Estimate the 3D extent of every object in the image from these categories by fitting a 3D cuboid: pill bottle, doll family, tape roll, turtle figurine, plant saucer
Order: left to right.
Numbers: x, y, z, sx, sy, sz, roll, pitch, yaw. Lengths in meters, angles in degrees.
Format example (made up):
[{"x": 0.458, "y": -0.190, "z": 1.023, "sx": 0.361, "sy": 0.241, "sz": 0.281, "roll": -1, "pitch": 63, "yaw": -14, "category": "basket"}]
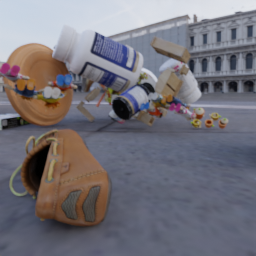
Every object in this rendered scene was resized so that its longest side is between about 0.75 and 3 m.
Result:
[{"x": -2.623, "y": -1.041, "z": 7.938, "sx": 2.231, "sy": 1.006, "sz": 1.385, "roll": 10, "pitch": -6, "yaw": -16, "category": "doll family"}, {"x": -3.007, "y": -1.549, "z": 10.023, "sx": 0.477, "sy": 2.957, "sz": 2.957, "roll": -5, "pitch": 3, "yaw": 32, "category": "plant saucer"}, {"x": -1.014, "y": -2.309, "z": 9.312, "sx": 2.734, "sy": 1.519, "sz": 1.519, "roll": 21, "pitch": -1, "yaw": -21, "category": "pill bottle"}, {"x": -0.417, "y": -1.492, "z": 11.227, "sx": 0.805, "sy": 2.500, "sz": 2.016, "roll": -7, "pitch": -35, "yaw": 43, "category": "turtle figurine"}, {"x": 0.212, "y": -0.875, "z": 8.710, "sx": 0.773, "sy": 0.773, "sz": 1.382, "roll": 7, "pitch": 34, "yaw": 44, "category": "pill bottle"}, {"x": 0.319, "y": -1.589, "z": 12.635, "sx": 2.231, "sy": 2.231, "sz": 0.780, "roll": 1, "pitch": 19, "yaw": 10, "category": "tape roll"}, {"x": 0.503, "y": -1.837, "z": 10.344, "sx": 0.757, "sy": 0.610, "sz": 0.244, "roll": 23, "pitch": 32, "yaw": -41, "category": "turtle figurine"}, {"x": 1.241, "y": -0.666, "z": 8.058, "sx": 1.668, "sy": 0.752, "sz": 1.035, "roll": 8, "pitch": -10, "yaw": 42, "category": "doll family"}, {"x": 2.057, "y": -1.809, "z": 10.899, "sx": 0.989, "sy": 1.745, "sz": 0.989, "roll": -31, "pitch": 22, "yaw": 14, "category": "pill bottle"}]

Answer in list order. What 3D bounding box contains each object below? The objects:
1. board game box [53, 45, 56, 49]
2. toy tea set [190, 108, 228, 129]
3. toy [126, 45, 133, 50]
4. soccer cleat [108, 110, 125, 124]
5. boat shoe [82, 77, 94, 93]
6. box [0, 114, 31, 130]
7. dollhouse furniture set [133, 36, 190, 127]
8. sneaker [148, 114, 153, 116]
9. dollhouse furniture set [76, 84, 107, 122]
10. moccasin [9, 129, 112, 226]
[{"x": -2.030, "y": -2.533, "z": 10.551, "sx": 1.292, "sy": 0.399, "sz": 1.293, "roll": 43, "pitch": 2, "yaw": 5, "category": "board game box"}, {"x": 2.698, "y": -0.344, "z": 9.314, "sx": 1.195, "sy": 0.442, "sz": 0.710, "roll": 4, "pitch": 51, "yaw": 11, "category": "toy tea set"}, {"x": 0.020, "y": -2.713, "z": 13.677, "sx": 0.556, "sy": 2.357, "sz": 1.357, "roll": 18, "pitch": 11, "yaw": 12, "category": "toy"}, {"x": -0.286, "y": -0.409, "z": 9.511, "sx": 0.349, "sy": 0.432, "sz": 1.000, "roll": 46, "pitch": 11, "yaw": 22, "category": "soccer cleat"}, {"x": -1.569, "y": -2.409, "z": 12.643, "sx": 0.756, "sy": 0.798, "sz": 2.106, "roll": 3, "pitch": -40, "yaw": -25, "category": "boat shoe"}, {"x": -4.610, "y": -0.247, "z": 10.349, "sx": 1.200, "sy": 0.379, "sz": 2.181, "roll": 1, "pitch": 7, "yaw": 8, "category": "box"}, {"x": 1.007, "y": -1.495, "z": 9.825, "sx": 1.216, "sy": 2.747, "sz": 1.424, "roll": 29, "pitch": 5, "yaw": 24, "category": "dollhouse furniture set"}, {"x": 1.133, "y": -0.931, "z": 15.645, "sx": 0.736, "sy": 0.491, "sz": 1.286, "roll": 8, "pitch": 14, "yaw": 13, "category": "sneaker"}, {"x": -1.275, "y": -1.292, "z": 12.248, "sx": 1.990, "sy": 0.881, "sz": 1.031, "roll": -46, "pitch": 13, "yaw": -6, "category": "dollhouse furniture set"}, {"x": -0.885, "y": 0.466, "z": 3.195, "sx": 0.821, "sy": 0.777, "sz": 2.126, "roll": 6, "pitch": 13, "yaw": -23, "category": "moccasin"}]
